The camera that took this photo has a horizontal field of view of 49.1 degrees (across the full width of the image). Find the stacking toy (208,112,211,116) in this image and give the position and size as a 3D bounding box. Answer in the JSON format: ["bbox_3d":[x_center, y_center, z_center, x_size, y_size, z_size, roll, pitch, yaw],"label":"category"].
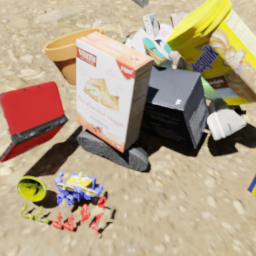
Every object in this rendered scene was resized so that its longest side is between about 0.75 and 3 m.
[{"bbox_3d":[2.120,-0.784,9.657,1.546,0.363,1.166,-9,44,-6],"label":"stacking toy"}]

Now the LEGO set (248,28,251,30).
[{"bbox_3d":[3.600,-3.284,11.258,2.845,1.649,2.188,23,50,21],"label":"LEGO set"}]

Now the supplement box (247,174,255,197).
[{"bbox_3d":[4.244,1.580,6.877,1.111,1.105,2.029,-32,54,-27],"label":"supplement box"}]

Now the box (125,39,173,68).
[{"bbox_3d":[0.679,-2.323,9.426,1.402,0.678,1.237,32,16,22],"label":"box"}]

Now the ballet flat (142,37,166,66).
[{"bbox_3d":[0.604,-1.927,7.124,0.324,0.298,0.945,-14,56,-30],"label":"ballet flat"}]

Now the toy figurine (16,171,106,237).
[{"bbox_3d":[-1.452,1.670,7.105,2.271,1.198,1.360,6,16,16],"label":"toy figurine"}]

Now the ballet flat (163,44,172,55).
[{"bbox_3d":[1.684,-2.729,10.176,0.956,0.332,0.332,29,49,-1],"label":"ballet flat"}]

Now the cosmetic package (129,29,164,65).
[{"bbox_3d":[0.522,-2.265,7.942,0.885,0.544,0.882,41,13,-6],"label":"cosmetic package"}]

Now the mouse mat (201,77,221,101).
[{"bbox_3d":[2.830,-2.006,10.475,2.294,0.086,1.846,20,80,20],"label":"mouse mat"}]

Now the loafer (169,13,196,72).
[{"bbox_3d":[1.711,-2.435,9.050,0.933,1.067,2.969,8,69,-1],"label":"loafer"}]

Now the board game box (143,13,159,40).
[{"bbox_3d":[0.801,-3.438,9.469,0.208,0.758,1.201,-9,21,20],"label":"board game box"}]

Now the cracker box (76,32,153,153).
[{"bbox_3d":[-0.451,-0.815,6.901,1.688,2.520,0.727,31,46,23],"label":"cracker box"}]

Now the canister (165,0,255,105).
[{"bbox_3d":[2.384,-1.761,6.935,2.541,1.887,1.100,41,77,-15],"label":"canister"}]

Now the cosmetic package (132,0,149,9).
[{"bbox_3d":[0.335,-4.475,9.489,0.355,0.420,0.787,-43,68,-15],"label":"cosmetic package"}]

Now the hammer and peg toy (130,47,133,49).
[{"bbox_3d":[-0.095,-2.168,8.553,0.810,1.102,0.388,0,56,51],"label":"hammer and peg toy"}]

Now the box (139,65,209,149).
[{"bbox_3d":[1.026,-0.608,7.798,1.998,2.032,1.193,18,68,31],"label":"box"}]

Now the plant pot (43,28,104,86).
[{"bbox_3d":[-1.430,-2.092,8.376,1.779,1.245,1.779,-13,31,8],"label":"plant pot"}]

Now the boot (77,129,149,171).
[{"bbox_3d":[0.094,-0.230,8.662,2.275,0.906,2.760,22,52,16],"label":"boot"}]

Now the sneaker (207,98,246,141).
[{"bbox_3d":[3.003,-0.323,8.306,1.015,0.925,2.475,-17,18,24],"label":"sneaker"}]

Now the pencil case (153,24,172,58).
[{"bbox_3d":[1.215,-3.091,11.397,1.308,1.199,2.884,18,48,2],"label":"pencil case"}]

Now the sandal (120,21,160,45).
[{"bbox_3d":[0.334,-3.384,10.612,1.947,0.773,0.556,-34,50,7],"label":"sandal"}]

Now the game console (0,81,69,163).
[{"bbox_3d":[-2.571,-0.182,7.263,1.100,1.597,1.853,52,35,4],"label":"game console"}]
